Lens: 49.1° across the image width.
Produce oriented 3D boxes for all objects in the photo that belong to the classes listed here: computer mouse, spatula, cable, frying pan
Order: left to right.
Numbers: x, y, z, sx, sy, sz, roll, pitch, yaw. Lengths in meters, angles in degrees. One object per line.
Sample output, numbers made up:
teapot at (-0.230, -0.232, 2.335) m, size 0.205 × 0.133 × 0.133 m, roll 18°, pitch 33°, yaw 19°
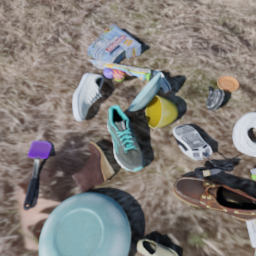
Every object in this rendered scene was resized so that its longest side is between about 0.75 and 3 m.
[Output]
spatula at (-3.228, 1.557, 9.708) m, size 0.750 × 0.273 × 2.654 m, roll 4°, pitch 58°, yaw -6°
computer mouse at (2.441, 0.810, 9.914) m, size 1.374 × 0.550 × 2.505 m, roll -15°, pitch 43°, yaw -17°
frying pan at (3.495, -1.387, 11.375) m, size 0.256 × 0.951 × 1.572 m, roll 23°, pitch 55°, yaw -17°
cable at (4.540, 0.240, 10.075) m, size 1.583 × 0.548 × 1.582 m, roll -4°, pitch 89°, yaw -6°

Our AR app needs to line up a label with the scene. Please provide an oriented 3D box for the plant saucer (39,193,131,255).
plant saucer at (-1.362, 3.154, 8.141) m, size 2.845 × 0.548 × 2.845 m, roll -6°, pitch 55°, yaw 9°

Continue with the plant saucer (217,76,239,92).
plant saucer at (4.335, -1.889, 12.179) m, size 0.913 × 0.171 × 0.913 m, roll 0°, pitch 56°, yaw 0°

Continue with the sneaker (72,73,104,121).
sneaker at (-1.569, -1.344, 11.287) m, size 0.879 × 0.907 × 2.484 m, roll -4°, pitch 53°, yaw 17°

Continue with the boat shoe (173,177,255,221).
boat shoe at (2.750, 2.107, 8.819) m, size 2.737 × 0.963 × 0.964 m, roll 13°, pitch 67°, yaw 17°

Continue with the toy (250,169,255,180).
toy at (4.573, 1.635, 9.645) m, size 0.880 × 0.208 × 0.507 m, roll -5°, pitch 58°, yaw -32°

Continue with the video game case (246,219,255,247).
video game case at (4.527, 2.960, 8.798) m, size 1.591 × 0.182 × 1.447 m, roll 0°, pitch 56°, yaw 0°

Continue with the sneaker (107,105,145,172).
sneaker at (-0.200, 0.297, 10.001) m, size 1.039 × 1.221 × 2.677 m, roll -22°, pitch 58°, yaw -9°

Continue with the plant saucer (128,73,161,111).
plant saucer at (0.749, -1.296, 10.915) m, size 0.375 × 1.948 × 1.948 m, roll 39°, pitch 60°, yaw -8°

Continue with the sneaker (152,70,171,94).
sneaker at (1.336, -1.986, 12.088) m, size 0.520 × 0.493 × 1.292 m, roll -28°, pitch 56°, yaw -5°

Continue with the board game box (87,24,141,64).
board game box at (-0.531, -3.804, 13.227) m, size 2.035 × 0.628 × 2.036 m, roll 31°, pitch 60°, yaw 20°

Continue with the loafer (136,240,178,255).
loafer at (0.863, 3.643, 8.161) m, size 1.310 × 0.447 × 0.496 m, roll 17°, pitch 57°, yaw 11°

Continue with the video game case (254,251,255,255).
video game case at (4.529, 4.767, 7.372) m, size 2.688 × 0.308 × 2.446 m, roll 22°, pitch 62°, yaw 14°

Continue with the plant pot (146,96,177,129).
plant pot at (1.360, -0.586, 10.770) m, size 0.886 × 1.248 × 1.248 m, roll 2°, pitch 52°, yaw -25°

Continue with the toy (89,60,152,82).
toy at (-0.299, -2.283, 11.892) m, size 2.538 × 1.461 × 0.599 m, roll 9°, pitch 88°, yaw 9°

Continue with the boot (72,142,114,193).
boot at (-1.375, 1.325, 9.696) m, size 1.305 × 0.568 × 1.569 m, roll -27°, pitch 63°, yaw -20°
